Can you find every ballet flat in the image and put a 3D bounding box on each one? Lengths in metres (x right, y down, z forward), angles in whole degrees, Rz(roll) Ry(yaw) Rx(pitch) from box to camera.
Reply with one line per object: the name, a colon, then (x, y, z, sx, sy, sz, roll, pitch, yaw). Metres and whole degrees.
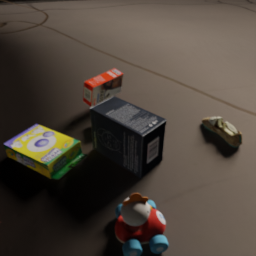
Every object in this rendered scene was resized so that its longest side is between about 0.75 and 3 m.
ballet flat: (3.706, -0.044, 11.023, 0.718, 0.665, 2.036, -20, 40, -25)

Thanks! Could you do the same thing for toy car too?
toy car: (0.320, 2.212, 7.108, 1.347, 1.523, 1.403, -6, 36, -9)

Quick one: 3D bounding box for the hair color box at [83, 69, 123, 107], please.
hair color box: (-1.105, -1.815, 12.536, 0.609, 1.056, 1.904, 35, 47, 24)

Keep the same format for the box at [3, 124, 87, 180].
box: (-2.853, 0.794, 9.760, 2.663, 0.644, 1.562, 19, 40, 28)

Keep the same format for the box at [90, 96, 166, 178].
box: (-0.044, 0.253, 9.647, 2.379, 1.765, 1.274, 27, 43, 32)
